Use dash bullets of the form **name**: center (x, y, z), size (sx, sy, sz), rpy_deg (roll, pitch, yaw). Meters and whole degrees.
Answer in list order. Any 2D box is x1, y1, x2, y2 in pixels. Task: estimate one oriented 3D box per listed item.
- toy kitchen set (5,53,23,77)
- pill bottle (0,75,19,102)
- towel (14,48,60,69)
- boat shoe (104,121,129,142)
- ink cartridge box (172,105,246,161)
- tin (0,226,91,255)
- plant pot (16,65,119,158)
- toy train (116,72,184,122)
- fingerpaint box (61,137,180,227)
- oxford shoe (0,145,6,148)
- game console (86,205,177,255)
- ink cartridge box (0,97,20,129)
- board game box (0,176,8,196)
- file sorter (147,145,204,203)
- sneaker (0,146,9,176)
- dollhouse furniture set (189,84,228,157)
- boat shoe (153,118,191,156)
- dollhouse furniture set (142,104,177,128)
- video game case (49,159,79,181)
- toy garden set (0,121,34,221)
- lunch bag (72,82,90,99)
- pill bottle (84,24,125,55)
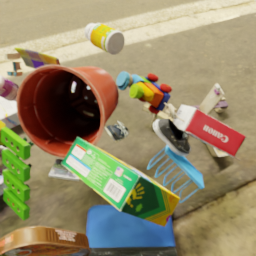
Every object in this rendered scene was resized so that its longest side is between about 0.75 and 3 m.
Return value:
- **toy kitchen set**: center (-4.088, -2.192, 9.727), size (0.651, 0.813, 0.479), rpy_deg (13, 23, 38)
- **pill bottle**: center (-4.314, -1.355, 10.009), size (0.688, 1.226, 0.688), rpy_deg (-8, 69, 23)
- **towel**: center (-3.118, -2.337, 9.983), size (1.638, 1.176, 0.186), rpy_deg (17, 72, 2)
- **boat shoe**: center (-0.307, 0.134, 9.061), size (0.513, 1.658, 0.621), rpy_deg (-31, 77, 6)
- **ink cartridge box**: center (2.887, 0.127, 9.881), size (2.158, 1.895, 0.905), rpy_deg (27, 95, -13)
- **tin**: center (-2.042, 3.036, 7.038), size (1.415, 2.528, 0.529), rpy_deg (-36, 50, 16)
- **plant pot**: center (-1.723, -0.881, 9.721), size (2.933, 2.933, 2.852), rpy_deg (14, 23, 11)
- **toy train**: center (0.747, -1.125, 9.945), size (1.566, 1.146, 2.707), rpy_deg (12, 26, -36)
- **fingerpaint box**: center (-0.204, 1.444, 7.679), size (2.593, 2.163, 0.951), rpy_deg (25, 82, 44)
- **oxford shoe**: center (-4.624, 0.291, 9.189), size (0.627, 1.761, 0.639), rpy_deg (-38, 48, 2)
- **game console**: center (0.059, 3.995, 9.127), size (2.820, 2.407, 1.669), rpy_deg (0, 14, 0)
- **ink cartridge box**: center (-5.734, -0.717, 13.008), size (2.031, 0.853, 1.471), rpy_deg (-28, 57, -20)
- **board game box**: center (-6.305, 2.440, 10.479), size (2.641, 0.576, 2.654), rpy_deg (19, 49, 21)
- **file sorter**: center (1.475, 1.406, 8.853), size (1.556, 1.079, 0.954), rpy_deg (46, 106, 0)
- **sneaker**: center (-4.940, 0.755, 9.121), size (1.219, 2.757, 1.109), rpy_deg (28, 81, 31)
- **dollhouse furniture set**: center (4.184, -0.414, 11.946), size (2.286, 2.048, 2.885), rpy_deg (-8, 60, -24)
- **boat shoe**: center (1.463, 0.263, 8.259), size (0.586, 1.768, 0.618), rpy_deg (-19, 42, 37)
- **dollhouse furniture set**: center (1.597, -0.496, 13.073), size (1.614, 0.898, 1.428), rpy_deg (30, 33, 22)
- **video game case**: center (-2.030, 1.384, 9.329), size (0.980, 0.114, 0.891), rpy_deg (8, 30, -1)
- **toy garden set**: center (-3.538, 1.121, 8.492), size (2.177, 2.611, 0.521), rpy_deg (28, 31, 31)
- **lunch bag**: center (-2.671, -1.732, 13.592), size (1.957, 1.244, 1.660), rpy_deg (-32, 56, -15)
- **pill bottle**: center (-1.083, -3.938, 12.187), size (1.005, 1.005, 1.811), rpy_deg (-36, 51, -25)
